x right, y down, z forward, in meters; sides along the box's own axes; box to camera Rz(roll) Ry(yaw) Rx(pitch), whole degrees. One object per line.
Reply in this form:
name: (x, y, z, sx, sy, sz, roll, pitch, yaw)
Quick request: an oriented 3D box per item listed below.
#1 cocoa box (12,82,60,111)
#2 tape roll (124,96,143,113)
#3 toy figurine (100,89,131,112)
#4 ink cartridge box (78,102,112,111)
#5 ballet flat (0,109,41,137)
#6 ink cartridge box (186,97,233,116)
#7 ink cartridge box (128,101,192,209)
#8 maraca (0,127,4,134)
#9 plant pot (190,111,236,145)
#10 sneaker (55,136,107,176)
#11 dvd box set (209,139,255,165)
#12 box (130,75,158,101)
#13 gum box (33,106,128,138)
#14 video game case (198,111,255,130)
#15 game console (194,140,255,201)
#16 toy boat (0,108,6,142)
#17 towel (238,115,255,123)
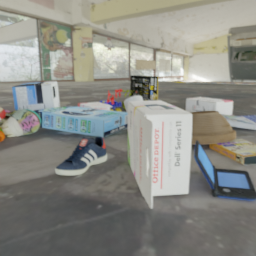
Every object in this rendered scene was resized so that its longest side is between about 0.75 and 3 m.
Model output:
cocoa box: (-4.137, -1.232, 12.922, 1.655, 1.682, 2.521, -5, 13, -8)
tape roll: (0.318, -1.120, 14.052, 0.965, 0.663, 0.965, -15, -14, -4)
toy figurine: (-0.949, -1.512, 15.688, 1.408, 1.240, 2.351, 2, 10, 34)
ink cartridge box: (-1.613, -0.827, 13.600, 1.129, 0.654, 1.939, -6, 12, -26)
ballet flat: (-4.228, -0.142, 10.180, 2.842, 0.982, 1.011, 7, 31, 45)
ink cartridge box: (4.118, -1.068, 14.352, 1.410, 0.797, 1.925, -9, 15, -35)
ink cartridge box: (0.605, 0.357, 5.834, 0.925, 1.609, 2.748, -2, 12, -7)
maraca: (-4.676, 0.124, 9.743, 0.626, 0.489, 0.914, -1, -12, -8)
plant pot: (2.402, -0.063, 8.980, 1.950, 0.900, 1.950, -5, 5, 0)
sneaker: (-1.128, 0.614, 6.790, 0.638, 0.719, 1.702, 6, 14, 26)
dvd box set: (3.211, 0.636, 7.832, 1.175, 0.236, 1.606, -4, 12, -16)
box: (0.874, -2.088, 16.429, 0.598, 1.936, 2.424, -6, 13, -25)
gum box: (-1.694, -0.332, 10.737, 2.878, 0.641, 2.445, 7, 11, 20)
video game case: (4.135, -0.339, 11.685, 2.118, 0.233, 1.930, 8, 12, 1)
game console: (1.950, 0.802, 5.739, 1.156, 0.801, 1.354, 2, 13, 15)
toy boat: (-4.378, 0.079, 8.955, 0.955, 0.957, 1.464, -19, 31, 32)
towel: (5.977, -0.384, 12.833, 1.512, 0.180, 1.095, -3, 15, -5)
